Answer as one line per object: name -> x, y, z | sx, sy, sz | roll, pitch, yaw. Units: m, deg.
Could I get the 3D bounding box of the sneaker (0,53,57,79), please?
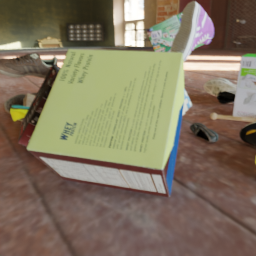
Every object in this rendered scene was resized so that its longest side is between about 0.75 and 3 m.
sneaker -> -3.419, -2.225, 9.514 | 0.787, 0.844, 2.235 | 47, 30, 24

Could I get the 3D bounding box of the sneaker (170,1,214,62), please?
sneaker -> 1.962, -2.538, 8.046 | 1.129, 1.980, 0.718 | 31, -18, -31

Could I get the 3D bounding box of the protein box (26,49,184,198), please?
protein box -> -0.246, -0.146, 6.342 | 2.684, 1.811, 2.665 | 6, 62, 15

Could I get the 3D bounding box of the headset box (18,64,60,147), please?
headset box -> -2.438, -0.528, 8.584 | 0.964, 2.570, 1.910 | 27, 9, -24

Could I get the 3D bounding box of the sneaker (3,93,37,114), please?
sneaker -> -4.316, -1.047, 12.270 | 0.980, 0.914, 2.595 | -11, 8, 41

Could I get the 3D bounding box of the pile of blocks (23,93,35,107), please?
pile of blocks -> -3.387, -0.873, 11.922 | 2.432, 0.998, 0.756 | -9, -22, -48

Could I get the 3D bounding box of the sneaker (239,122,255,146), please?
sneaker -> 4.523, 0.324, 8.331 | 2.213, 0.774, 0.996 | 7, 19, 13

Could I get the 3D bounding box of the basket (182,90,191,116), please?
basket -> 1.101, -0.708, 10.377 | 2.181, 1.517, 1.923 | -33, 30, -7

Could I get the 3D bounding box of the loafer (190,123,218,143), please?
loafer -> 2.445, 0.154, 9.348 | 0.378, 0.432, 1.203 | -18, 28, -26

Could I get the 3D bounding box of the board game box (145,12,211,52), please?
board game box -> 1.942, -3.595, 10.885 | 2.140, 1.440, 0.312 | -21, 16, 14

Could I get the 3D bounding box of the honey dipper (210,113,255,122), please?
honey dipper -> 4.397, -0.342, 10.675 | 2.491, 0.473, 0.473 | 8, 22, 28

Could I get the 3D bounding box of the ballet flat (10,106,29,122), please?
ballet flat -> -3.390, -0.478, 10.610 | 2.071, 0.694, 0.692 | 1, 8, -3

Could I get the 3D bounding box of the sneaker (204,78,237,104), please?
sneaker -> 4.582, -1.859, 13.922 | 1.465, 0.961, 2.546 | -14, 27, -37

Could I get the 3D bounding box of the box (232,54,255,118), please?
box -> 5.676, -1.445, 10.670 | 2.786, 2.458, 1.347 | 12, 24, 32
